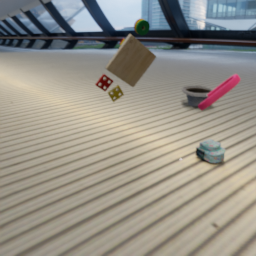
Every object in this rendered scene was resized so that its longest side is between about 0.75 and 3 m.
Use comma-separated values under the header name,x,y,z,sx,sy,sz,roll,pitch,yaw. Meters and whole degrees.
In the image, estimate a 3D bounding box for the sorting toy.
name,x,y,z,sx,sy,sz,roll,pitch,yaw
sorting toy,-0.013,-2.190,9.424,1.332,2.762,0.467,27,16,-40

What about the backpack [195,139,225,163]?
name,x,y,z,sx,sy,sz,roll,pitch,yaw
backpack,2.815,0.802,9.438,0.779,0.661,0.877,-14,30,-30

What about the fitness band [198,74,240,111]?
name,x,y,z,sx,sy,sz,roll,pitch,yaw
fitness band,2.629,-1.029,8.173,0.264,1.408,1.011,50,24,2

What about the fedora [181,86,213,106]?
name,x,y,z,sx,sy,sz,roll,pitch,yaw
fedora,3.860,-1.695,15.516,1.749,0.893,1.977,-7,21,-17
